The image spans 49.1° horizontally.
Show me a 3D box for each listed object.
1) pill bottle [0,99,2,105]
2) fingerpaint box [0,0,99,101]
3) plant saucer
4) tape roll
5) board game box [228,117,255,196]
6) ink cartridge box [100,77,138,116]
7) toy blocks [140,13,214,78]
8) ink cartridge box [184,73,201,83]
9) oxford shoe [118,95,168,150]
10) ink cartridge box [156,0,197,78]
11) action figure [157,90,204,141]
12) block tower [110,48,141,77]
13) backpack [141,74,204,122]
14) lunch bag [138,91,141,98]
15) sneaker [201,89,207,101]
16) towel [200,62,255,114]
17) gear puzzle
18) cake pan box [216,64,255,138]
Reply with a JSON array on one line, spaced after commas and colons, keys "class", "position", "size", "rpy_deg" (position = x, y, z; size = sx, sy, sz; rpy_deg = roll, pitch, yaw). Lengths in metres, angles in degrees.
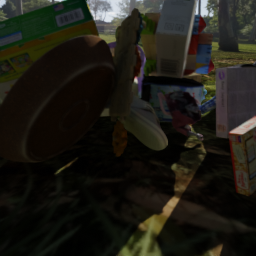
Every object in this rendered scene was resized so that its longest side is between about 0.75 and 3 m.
[{"class": "pill bottle", "position": [-4.206, -1.326, 9.572], "size": [2.124, 1.210, 1.210], "rpy_deg": [19, 25, 23]}, {"class": "fingerpaint box", "position": [-2.025, -1.667, 7.100], "size": [2.844, 2.373, 1.043], "rpy_deg": [-19, 60, -1]}, {"class": "plant saucer", "position": [-1.149, -0.360, 5.323], "size": [0.494, 2.867, 2.867], "rpy_deg": [39, 31, 12]}, {"class": "tape roll", "position": [-0.406, -2.282, 11.125], "size": [2.336, 0.993, 2.336], "rpy_deg": [-7, 58, 11]}, {"class": "board game box", "position": [1.930, 0.419, 4.340], "size": [0.763, 1.007, 0.233], "rpy_deg": [-23, 19, -33]}, {"class": "ink cartridge box", "position": [-0.877, -1.075, 9.310], "size": [2.404, 1.014, 1.740], "rpy_deg": [-3, 18, 1]}, {"class": "toy blocks", "position": [1.545, -2.250, 8.183], "size": [1.997, 1.460, 2.921], "rpy_deg": [8, -20, 15]}, {"class": "ink cartridge box", "position": [2.282, -2.322, 13.525], "size": [1.939, 0.728, 1.597], "rpy_deg": [-11, 24, -36]}, {"class": "oxford shoe", "position": [0.321, -0.264, 6.866], "size": [0.819, 1.066, 2.836], "rpy_deg": [-32, 21, -6]}, {"class": "ink cartridge box", "position": [1.166, -2.588, 6.286], "size": [0.650, 2.580, 1.406], "rpy_deg": [10, -22, 10]}, {"class": "action figure", "position": [1.252, -0.203, 6.674], "size": [1.095, 0.985, 1.470], "rpy_deg": [-6, -22, 0]}, {"class": "block tower", "position": [-1.057, -2.016, 8.967], "size": [2.941, 0.794, 0.850], "rpy_deg": [-3, 35, 6]}, {"class": "backpack", "position": [1.291, -0.897, 8.438], "size": [1.798, 1.321, 1.645], "rpy_deg": [2, 18, 3]}, {"class": "lunch bag", "position": [0.186, -1.512, 11.699], "size": [0.937, 0.450, 1.168], "rpy_deg": [-13, 22, -34]}, {"class": "sneaker", "position": [2.395, -1.057, 9.593], "size": [0.412, 0.371, 0.955], "rpy_deg": [17, 55, 30]}, {"class": "towel", "position": [3.562, -1.494, 8.721], "size": [0.337, 2.823, 2.044], "rpy_deg": [55, 34, 12]}, {"class": "gear puzzle", "position": [-0.016, -0.835, 5.815], "size": [0.379, 2.895, 1.499], "rpy_deg": [5, 0, -18]}, {"class": "cake pan box", "position": [2.979, -0.709, 7.066], "size": [1.657, 1.799, 0.470], "rpy_deg": [-9, 10, -25]}]
